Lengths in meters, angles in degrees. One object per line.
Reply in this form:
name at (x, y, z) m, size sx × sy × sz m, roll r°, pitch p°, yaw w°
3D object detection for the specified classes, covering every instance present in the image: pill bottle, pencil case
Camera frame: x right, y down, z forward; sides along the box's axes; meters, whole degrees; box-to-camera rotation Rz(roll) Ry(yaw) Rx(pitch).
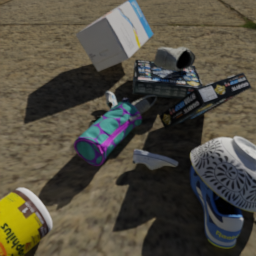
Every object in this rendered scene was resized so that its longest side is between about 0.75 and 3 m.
pill bottle at (-2.646, 2.232, 5.413) m, size 1.175 × 1.175 × 2.150 m, roll 25°, pitch 44°, yaw 30°
pencil case at (-0.524, 0.094, 8.431) m, size 1.101 × 1.014 × 2.383 m, roll -10°, pitch 26°, yaw 40°

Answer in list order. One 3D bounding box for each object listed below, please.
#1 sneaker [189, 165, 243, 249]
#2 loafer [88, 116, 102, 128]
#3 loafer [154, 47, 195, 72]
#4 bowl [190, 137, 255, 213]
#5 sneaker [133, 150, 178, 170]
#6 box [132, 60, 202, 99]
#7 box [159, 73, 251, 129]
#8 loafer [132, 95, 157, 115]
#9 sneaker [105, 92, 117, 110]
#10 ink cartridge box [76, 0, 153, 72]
sneaker at (2.064, 1.507, 6.503) m, size 0.854 × 0.950 × 2.311 m, roll 0°, pitch 39°, yaw -7°
loafer at (-0.824, -0.216, 9.378) m, size 0.452 × 0.408 × 1.195 m, roll 30°, pitch 46°, yaw 34°
loafer at (1.965, -2.507, 10.450) m, size 0.953 × 0.955 × 2.732 m, roll 24°, pitch 26°, yaw 28°
bowl at (2.556, 0.842, 6.497) m, size 2.028 × 0.952 × 2.028 m, roll 24°, pitch 28°, yaw -14°
sneaker at (0.735, 0.961, 7.806) m, size 1.273 × 0.451 × 0.465 m, roll 13°, pitch -7°, yaw 3°
box at (1.543, -1.992, 11.413) m, size 2.675 × 0.615 × 2.126 m, roll 5°, pitch 36°, yaw -2°
box at (2.274, -0.781, 8.724) m, size 1.865 × 2.347 × 0.540 m, roll -20°, pitch 81°, yaw -25°
loafer at (0.509, -0.817, 10.021) m, size 0.518 × 0.519 × 1.484 m, roll -23°, pitch 14°, yaw 46°
sneaker at (-0.652, -0.991, 10.213) m, size 0.341 × 0.323 × 0.843 m, roll 4°, pitch 52°, yaw -50°
ink cartridge box at (-0.563, -4.219, 12.736) m, size 1.973 × 1.939 × 2.680 m, roll -13°, pitch 30°, yaw 40°
